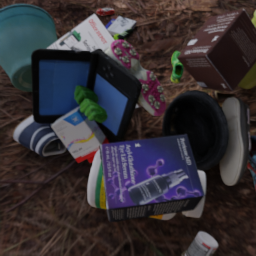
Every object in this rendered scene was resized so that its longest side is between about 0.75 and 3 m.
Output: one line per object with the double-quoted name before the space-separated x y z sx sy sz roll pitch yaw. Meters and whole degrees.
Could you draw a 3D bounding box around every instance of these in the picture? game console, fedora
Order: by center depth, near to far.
"game console" -1.227 -0.611 7.582 2.388 2.715 1.580 41 52 18
"fedora" 2.189 0.083 8.538 1.109 2.429 2.429 2 42 -44

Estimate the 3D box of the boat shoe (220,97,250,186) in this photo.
"boat shoe" 3.174 0.376 8.011 0.738 0.866 2.590 14 72 -24

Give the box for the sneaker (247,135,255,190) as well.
"sneaker" 3.778 1.161 7.798 0.898 1.082 2.265 -26 46 11

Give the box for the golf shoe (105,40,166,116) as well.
"golf shoe" 0.141 -1.233 7.611 0.860 1.045 2.283 -38 95 -41

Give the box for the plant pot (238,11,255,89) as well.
"plant pot" 4.568 -2.572 9.870 2.258 2.076 2.258 16 51 -21

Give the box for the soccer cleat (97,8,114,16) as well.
"soccer cleat" -1.122 -5.764 13.875 0.896 0.307 0.382 -7 43 -9

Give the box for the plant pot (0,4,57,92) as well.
"plant pot" -3.629 -2.724 10.275 2.482 2.482 2.332 -17 67 -13

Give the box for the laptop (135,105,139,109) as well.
"laptop" -0.391 -1.164 10.007 1.232 0.714 1.154 -18 55 -13

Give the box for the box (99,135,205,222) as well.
"box" 0.443 1.078 6.046 1.961 1.023 1.451 -8 59 -5

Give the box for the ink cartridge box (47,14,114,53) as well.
"ink cartridge box" -1.493 -2.076 8.701 2.514 1.060 1.837 -35 54 5

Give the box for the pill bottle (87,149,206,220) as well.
"pill bottle" 0.492 1.506 7.368 2.831 1.597 1.597 8 53 6

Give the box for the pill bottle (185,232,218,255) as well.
"pill bottle" 1.562 2.784 6.196 0.481 0.481 0.845 33 101 23

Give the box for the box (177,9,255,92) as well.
"box" 2.669 -2.162 8.026 1.704 1.399 1.413 -50 25 -7

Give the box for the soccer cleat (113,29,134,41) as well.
"soccer cleat" -0.121 -3.101 9.445 0.763 0.258 0.309 -27 76 -12

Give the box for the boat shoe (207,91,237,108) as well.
"boat shoe" 3.052 -1.093 10.024 1.641 0.591 0.592 7 52 6

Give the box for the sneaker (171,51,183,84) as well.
"sneaker" 1.605 -1.951 8.848 0.412 0.465 1.112 9 70 -10

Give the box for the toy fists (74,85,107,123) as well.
"toy fists" -1.043 -0.638 7.323 0.434 0.644 1.263 -40 54 14

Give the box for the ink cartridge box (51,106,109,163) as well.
"ink cartridge box" -1.276 0.319 8.086 0.983 1.692 0.569 -28 16 20

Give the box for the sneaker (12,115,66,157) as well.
"sneaker" -2.216 -0.193 9.100 1.464 0.946 2.698 31 61 23

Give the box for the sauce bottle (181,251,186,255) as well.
"sauce bottle" 1.754 3.553 6.500 0.462 0.462 1.428 -18 56 -14

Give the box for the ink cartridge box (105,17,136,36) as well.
"ink cartridge box" -0.454 -4.732 13.072 1.279 0.260 1.277 20 55 15
